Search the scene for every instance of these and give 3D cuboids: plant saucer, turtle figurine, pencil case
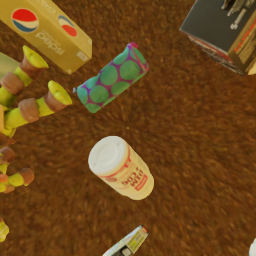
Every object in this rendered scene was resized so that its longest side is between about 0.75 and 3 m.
[{"bbox_3d":[-3.135,-1.355,5.666,2.191,2.191,0.422,18,86,5],"label":"plant saucer"},{"bbox_3d":[-1.822,-0.025,3.949,2.070,0.827,2.567,-36,65,1],"label":"turtle figurine"},{"bbox_3d":[-2.375,0.870,4.317,1.986,0.640,1.602,33,33,10],"label":"turtle figurine"},{"bbox_3d":[-0.292,-0.852,4.878,1.340,0.570,0.619,-34,50,23],"label":"pencil case"}]

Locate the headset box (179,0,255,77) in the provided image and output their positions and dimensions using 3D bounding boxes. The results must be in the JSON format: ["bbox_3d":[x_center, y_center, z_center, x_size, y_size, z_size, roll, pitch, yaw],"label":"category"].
[{"bbox_3d":[2.369,-2.398,5.646,1.115,2.887,2.149,37,107,23],"label":"headset box"}]

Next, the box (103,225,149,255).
[{"bbox_3d":[-0.176,2.281,5.122,0.207,0.655,1.191,48,119,10],"label":"box"}]

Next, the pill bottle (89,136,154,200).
[{"bbox_3d":[-0.044,0.536,3.500,0.509,0.898,0.509,-17,50,21],"label":"pill bottle"}]

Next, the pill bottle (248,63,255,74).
[{"bbox_3d":[3.450,-2.943,8.017,1.448,1.448,2.503,-18,75,-5],"label":"pill bottle"}]

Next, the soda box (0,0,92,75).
[{"bbox_3d":[-1.299,-1.587,4.241,0.524,1.637,0.555,-29,43,26],"label":"soda box"}]

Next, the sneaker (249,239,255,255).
[{"bbox_3d":[2.387,2.140,4.419,0.766,1.863,0.689,-35,34,1],"label":"sneaker"}]
